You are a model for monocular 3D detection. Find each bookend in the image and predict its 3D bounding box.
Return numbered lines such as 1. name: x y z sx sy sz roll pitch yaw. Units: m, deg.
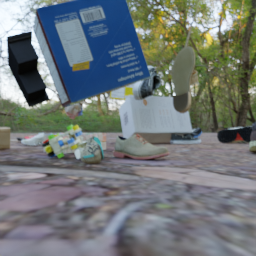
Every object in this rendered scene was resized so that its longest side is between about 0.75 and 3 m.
1. bookend: -2.318 -1.341 6.608 0.584 1.261 1.269 -25 -8 -27

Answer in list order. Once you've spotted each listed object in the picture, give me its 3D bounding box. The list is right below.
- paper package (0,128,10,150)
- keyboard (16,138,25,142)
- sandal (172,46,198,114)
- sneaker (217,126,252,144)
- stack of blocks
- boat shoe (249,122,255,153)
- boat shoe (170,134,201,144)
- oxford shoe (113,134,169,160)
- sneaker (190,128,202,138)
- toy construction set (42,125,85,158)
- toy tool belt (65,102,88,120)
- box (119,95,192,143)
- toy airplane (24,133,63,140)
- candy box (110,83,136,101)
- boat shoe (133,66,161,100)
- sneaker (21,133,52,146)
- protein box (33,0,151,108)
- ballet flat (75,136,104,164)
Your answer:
1. paper package: -4.653 0.340 8.807 1.319 0.716 1.384 0 1 22
2. keyboard: -5.359 0.673 14.174 0.561 0.214 1.078 24 -7 -13
3. sandal: 2.077 -1.597 9.893 0.875 2.387 0.785 -5 -17 40
4. sneaker: 5.339 0.308 12.846 2.275 0.801 1.064 -4 3 37
5. stack of blocks: -1.524 0.431 8.360 1.022 0.520 1.775 0 0 25
6. boat shoe: 4.226 0.217 8.195 1.029 0.946 2.879 0 0 37
7. boat shoe: 2.570 0.483 12.378 1.616 0.458 0.555 0 0 -29
8. oxford shoe: 0.240 0.409 6.195 1.465 0.548 0.516 0 0 37
9. sneaker: 3.117 0.162 16.699 2.744 1.137 0.973 0 1 -8
10. toy construction set: -1.434 0.335 6.528 0.973 0.683 1.483 -27 -9 -4
11. toy tool belt: -2.404 -0.924 13.119 1.037 1.054 1.687 -8 -4 -9
12. box: 1.236 -0.358 12.954 2.896 1.801 1.411 0 -22 -21
13. toy airplane: -2.908 0.473 11.814 2.524 0.464 2.524 -3 3 0
14. candy box: 0.228 -2.147 16.141 2.504 1.280 0.331 6 -10 -11
15. boat shoe: 0.968 -1.869 11.818 0.916 0.932 2.584 -1 35 19
16. sneaker: -3.518 0.458 10.979 1.275 0.517 0.479 -1 2 -27
17. protein box: -1.140 -2.312 8.615 2.619 2.638 1.780 -22 8 -20
18. ballet flat: -0.823 0.464 5.839 0.568 0.512 1.509 -11 4 -6
